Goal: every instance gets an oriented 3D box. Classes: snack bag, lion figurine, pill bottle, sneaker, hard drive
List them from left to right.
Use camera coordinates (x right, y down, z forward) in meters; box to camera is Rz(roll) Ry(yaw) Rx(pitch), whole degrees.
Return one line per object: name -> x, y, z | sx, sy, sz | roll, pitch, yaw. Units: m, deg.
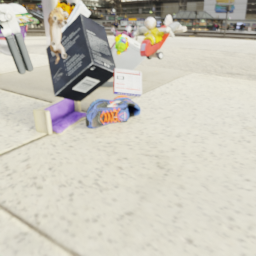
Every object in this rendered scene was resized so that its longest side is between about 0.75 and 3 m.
pill bottle -> -4.692, -3.977, 11.377 | 1.059, 1.900, 1.059 | 5, -14, 1
lion figurine -> -1.623, -2.091, 6.335 | 0.458, 1.265, 0.775 | 7, 9, -28
snack bag -> -2.358, -4.090, 11.830 | 0.257, 2.265, 2.402 | 33, 11, -6
sneaker -> -0.566, -0.653, 11.504 | 1.153, 1.108, 2.940 | 23, 34, 34
hard drive -> -0.128, -2.916, 11.605 | 1.297, 0.262, 1.966 | 23, -28, -20

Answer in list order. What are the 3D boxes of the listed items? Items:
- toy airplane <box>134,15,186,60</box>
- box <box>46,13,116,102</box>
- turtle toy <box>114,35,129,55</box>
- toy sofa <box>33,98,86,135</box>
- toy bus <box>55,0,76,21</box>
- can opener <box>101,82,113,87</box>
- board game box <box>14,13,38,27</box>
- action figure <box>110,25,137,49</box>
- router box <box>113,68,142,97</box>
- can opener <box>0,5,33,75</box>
toy airplane -> 0.702, -2.271, 6.587 | 1.178, 0.831, 1.173 | -27, 40, 17
box -> -1.624, -2.283, 9.479 | 2.002, 2.036, 1.195 | -30, -25, 34
turtle toy -> -0.185, -2.484, 8.438 | 0.382, 0.550, 0.755 | 2, 29, 19
toy sofa -> -2.677, -0.600, 11.461 | 1.130, 0.959, 2.315 | 8, 25, 21
toy bus -> -2.789, -5.116, 12.521 | 1.034, 0.702, 0.992 | 4, -13, -30
can opener -> -1.752, -2.743, 16.950 | 1.856, 0.617, 0.489 | 5, 22, 0
board game box -> -3.759, -3.751, 9.725 | 0.602, 0.135, 1.149 | 34, 39, 13
action figure -> -0.137, -3.763, 12.192 | 1.138, 1.265, 1.699 | 13, 62, 15
router box -> -0.018, -1.261, 7.804 | 0.785, 0.705, 0.192 | 5, -16, -14
can opener -> -3.579, -2.752, 8.759 | 0.559, 2.122, 0.705 | -30, 26, -31
